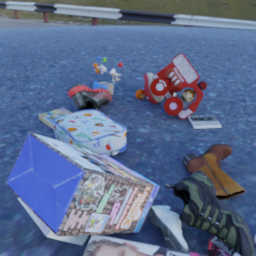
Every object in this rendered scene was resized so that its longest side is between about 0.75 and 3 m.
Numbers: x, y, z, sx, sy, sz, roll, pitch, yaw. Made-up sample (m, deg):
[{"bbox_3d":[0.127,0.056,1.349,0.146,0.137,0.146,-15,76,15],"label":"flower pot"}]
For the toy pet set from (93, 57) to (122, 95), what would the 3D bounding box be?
[{"bbox_3d":[-1.541,-2.825,15.674,1.158,2.036,2.181,-12,27,-42],"label":"toy pet set"}]

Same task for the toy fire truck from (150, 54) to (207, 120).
[{"bbox_3d":[2.347,-1.799,12.756,2.139,2.547,1.428,-37,-3,16],"label":"toy fire truck"}]

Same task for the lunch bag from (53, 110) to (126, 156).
[{"bbox_3d":[-1.412,0.235,10.607,2.307,1.088,2.879,-14,29,-30],"label":"lunch bag"}]

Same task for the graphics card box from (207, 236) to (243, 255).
[{"bbox_3d":[2.131,2.799,5.975,0.231,0.570,0.908,-25,36,-34],"label":"graphics card box"}]

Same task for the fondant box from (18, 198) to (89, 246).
[{"bbox_3d":[-1.782,2.085,6.769,1.616,1.166,0.471,26,79,42],"label":"fondant box"}]

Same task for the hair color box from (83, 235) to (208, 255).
[{"bbox_3d":[0.329,2.988,5.353,2.589,0.784,1.295,5,26,12],"label":"hair color box"}]

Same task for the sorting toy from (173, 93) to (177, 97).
[{"bbox_3d":[2.470,-1.763,15.415,0.702,0.417,0.780,15,28,12],"label":"sorting toy"}]

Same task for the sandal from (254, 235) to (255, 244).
[{"bbox_3d":[4.050,2.662,6.152,2.284,0.655,0.875,9,28,18],"label":"sandal"}]

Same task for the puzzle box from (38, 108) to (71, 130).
[{"bbox_3d":[-3.019,-0.366,12.700,1.313,0.251,1.974,-21,33,-37],"label":"puzzle box"}]

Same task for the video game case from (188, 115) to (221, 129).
[{"bbox_3d":[3.425,-0.272,12.647,1.221,0.143,1.110,-2,27,-2],"label":"video game case"}]

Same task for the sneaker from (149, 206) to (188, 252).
[{"bbox_3d":[1.083,2.392,6.844,0.622,0.546,1.554,-7,27,-20],"label":"sneaker"}]

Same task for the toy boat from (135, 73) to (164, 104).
[{"bbox_3d":[1.041,-2.002,15.171,1.396,1.394,2.136,-29,24,11],"label":"toy boat"}]

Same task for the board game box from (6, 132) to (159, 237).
[{"bbox_3d":[-0.974,1.343,6.583,2.146,1.303,2.692,24,0,39],"label":"board game box"}]

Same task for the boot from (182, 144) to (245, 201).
[{"bbox_3d":[2.964,1.320,8.846,1.881,0.684,1.998,-9,28,-18],"label":"boot"}]

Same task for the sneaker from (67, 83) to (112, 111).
[{"bbox_3d":[-1.692,-1.297,13.732,0.993,1.373,2.810,-31,-17,29],"label":"sneaker"}]

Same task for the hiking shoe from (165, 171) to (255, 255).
[{"bbox_3d":[1.846,2.189,6.639,1.216,0.914,2.415,-16,45,-19],"label":"hiking shoe"}]
